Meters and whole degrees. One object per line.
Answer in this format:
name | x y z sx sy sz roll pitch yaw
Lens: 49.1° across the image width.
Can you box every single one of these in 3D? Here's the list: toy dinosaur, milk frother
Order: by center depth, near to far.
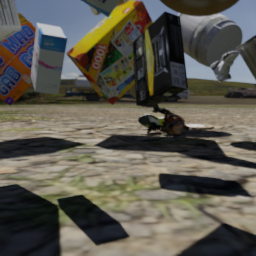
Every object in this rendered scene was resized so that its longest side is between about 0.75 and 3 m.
milk frother | 3.629 -1.643 6.282 1.643 1.546 1.483 -31 0 -4
toy dinosaur | 1.570 -0.134 10.545 1.504 1.132 2.216 16 -9 11

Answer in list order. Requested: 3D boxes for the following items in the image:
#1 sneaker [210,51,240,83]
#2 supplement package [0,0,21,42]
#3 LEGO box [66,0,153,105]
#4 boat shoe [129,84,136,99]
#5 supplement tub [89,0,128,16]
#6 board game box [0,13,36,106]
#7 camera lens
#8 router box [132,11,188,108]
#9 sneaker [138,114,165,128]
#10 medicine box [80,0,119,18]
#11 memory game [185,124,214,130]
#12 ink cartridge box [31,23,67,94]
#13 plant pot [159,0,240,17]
sneaker | 2.301 -1.397 6.490 0.331 0.506 0.880 -12 -10 -24
supplement package | -2.812 -2.435 5.071 1.256 1.613 0.894 -2 13 44
LEGO box | -0.337 -2.700 10.100 1.147 2.972 2.213 35 -13 49
boat shoe | 0.240 -1.801 11.538 0.551 1.516 0.475 -37 -2 31
supplement tub | -0.466 -3.309 6.742 1.134 0.821 0.821 -21 4 8
board game box | -3.836 -2.275 9.462 1.845 1.845 1.846 -29 27 38
camera lens | 2.550 -3.080 9.408 1.614 1.614 2.018 -4 38 -32
router box | 0.837 -1.850 7.998 0.567 2.171 1.707 5 -16 -30
sneaker | 1.106 -0.236 12.342 1.639 0.610 0.693 7 -3 -26
medicine box | -0.724 -2.655 4.064 1.502 0.849 1.649 23 39 -26
memory game | 2.993 -0.054 12.411 1.588 0.101 1.588 0 7 0
ink cartridge box | -1.278 -1.087 4.446 0.391 0.924 0.667 1 31 -26
plant pot | 1.111 -2.488 4.321 1.598 1.598 0.220 1 -13 6
